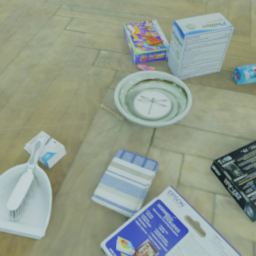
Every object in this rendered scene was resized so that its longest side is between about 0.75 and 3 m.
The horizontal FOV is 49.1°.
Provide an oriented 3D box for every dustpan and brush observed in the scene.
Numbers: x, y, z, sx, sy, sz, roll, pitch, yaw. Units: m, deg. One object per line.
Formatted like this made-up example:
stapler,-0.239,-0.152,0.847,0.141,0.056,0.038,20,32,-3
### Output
dustpan and brush,-3.019,1.539,8.413,2.084,0.854,2.986,9,52,7

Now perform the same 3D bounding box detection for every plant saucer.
plant saucer,0.905,-0.978,10.528,2.868,0.720,2.868,0,50,0

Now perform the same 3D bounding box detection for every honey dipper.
honey dipper,-0.600,-0.583,10.569,1.232,0.234,0.234,30,57,26

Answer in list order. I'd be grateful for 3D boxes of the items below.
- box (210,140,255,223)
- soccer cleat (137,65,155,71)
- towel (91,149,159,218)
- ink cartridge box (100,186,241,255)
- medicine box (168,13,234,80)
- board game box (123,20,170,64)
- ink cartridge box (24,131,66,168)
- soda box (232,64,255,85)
box,4.239,1.412,8.704,2.558,0.557,2.049,-22,54,-17
soccer cleat,0.743,-2.507,12.079,0.916,0.350,0.305,23,21,33
towel,-0.041,1.665,8.708,1.512,0.245,2.058,19,53,14
ink cartridge box,1.048,3.204,7.178,2.562,0.602,2.532,-32,60,-24
medicine box,2.845,-3.264,11.423,2.021,2.219,1.142,-14,52,-11
board game box,0.840,-4.071,13.142,1.663,0.554,2.473,-11,52,-7
ink cartridge box,-2.855,0.655,9.398,1.335,0.445,0.773,30,57,22
soda box,5.292,-2.281,11.696,1.668,0.566,0.535,-10,52,-8
